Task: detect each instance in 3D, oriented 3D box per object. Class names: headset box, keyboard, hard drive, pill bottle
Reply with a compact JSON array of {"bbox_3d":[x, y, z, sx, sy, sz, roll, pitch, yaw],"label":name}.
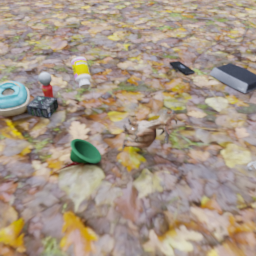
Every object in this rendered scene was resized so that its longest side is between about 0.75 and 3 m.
[{"bbox_3d":[-3.878,-0.965,12.605,1.099,0.510,0.957,9,40,12],"label":"headset box"},{"bbox_3d":[2.957,-3.402,15.990,0.976,0.208,1.625,-12,38,-25],"label":"keyboard"},{"bbox_3d":[5.746,-2.715,14.839,1.614,0.506,2.393,-21,43,-25],"label":"hard drive"},{"bbox_3d":[-1.923,-2.260,11.567,0.627,0.627,1.202,-12,76,-15],"label":"pill bottle"}]

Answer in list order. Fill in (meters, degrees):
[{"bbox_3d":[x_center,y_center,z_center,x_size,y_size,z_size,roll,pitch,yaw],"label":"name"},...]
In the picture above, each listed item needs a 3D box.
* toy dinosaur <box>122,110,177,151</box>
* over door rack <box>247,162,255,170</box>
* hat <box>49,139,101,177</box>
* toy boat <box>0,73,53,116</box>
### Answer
[{"bbox_3d":[0.689,0.273,10.002,1.576,2.325,0.998,6,63,-19],"label":"toy dinosaur"},{"bbox_3d":[5.138,1.464,9.313,1.796,0.598,1.327,-24,39,4],"label":"over door rack"},{"bbox_3d":[-1.898,1.207,10.158,1.431,1.260,1.185,26,24,-26],"label":"hat"},{"bbox_3d":[-4.872,-1.693,12.884,2.827,1.314,2.376,-17,41,-20],"label":"toy boat"}]
